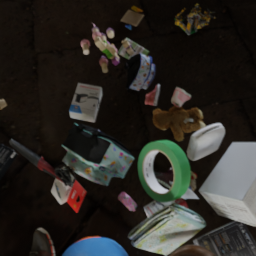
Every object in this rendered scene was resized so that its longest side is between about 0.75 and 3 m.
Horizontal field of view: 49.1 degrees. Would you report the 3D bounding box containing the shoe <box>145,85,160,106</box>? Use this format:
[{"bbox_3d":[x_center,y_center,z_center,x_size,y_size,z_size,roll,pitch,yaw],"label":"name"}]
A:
[{"bbox_3d":[1.042,-1.443,12.055,0.515,0.405,1.133,8,57,11],"label":"shoe"}]

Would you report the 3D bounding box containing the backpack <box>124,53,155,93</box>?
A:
[{"bbox_3d":[0.527,-2.403,12.001,1.149,1.421,1.492,5,61,-16],"label":"backpack"}]

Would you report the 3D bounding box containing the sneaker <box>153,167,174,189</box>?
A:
[{"bbox_3d":[1.298,1.651,10.152,1.389,0.525,0.802,31,84,-11],"label":"sneaker"}]

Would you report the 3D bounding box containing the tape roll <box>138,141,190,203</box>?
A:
[{"bbox_3d":[1.027,1.290,8.396,0.434,1.807,1.807,-6,57,-39],"label":"tape roll"}]

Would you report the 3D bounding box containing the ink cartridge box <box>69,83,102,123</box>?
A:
[{"bbox_3d":[-1.754,-1.066,11.731,1.047,0.604,1.443,11,63,2],"label":"ink cartridge box"}]

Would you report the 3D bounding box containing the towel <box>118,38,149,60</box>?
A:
[{"bbox_3d":[0.248,-3.520,12.955,1.230,0.189,0.918,29,76,-2],"label":"towel"}]

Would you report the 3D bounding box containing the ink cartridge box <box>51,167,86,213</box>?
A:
[{"bbox_3d":[-2.074,2.199,9.622,1.204,1.366,0.305,44,41,21],"label":"ink cartridge box"}]

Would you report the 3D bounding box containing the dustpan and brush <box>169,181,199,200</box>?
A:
[{"bbox_3d":[1.747,2.098,9.453,0.791,0.324,1.134,11,27,-33],"label":"dustpan and brush"}]

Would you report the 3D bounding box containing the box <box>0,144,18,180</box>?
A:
[{"bbox_3d":[-4.969,1.285,10.583,0.899,0.502,1.273,25,65,9],"label":"box"}]

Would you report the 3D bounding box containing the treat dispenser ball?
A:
[{"bbox_3d":[-0.963,4.310,7.959,2.301,2.301,2.301,0,62,0],"label":"treat dispenser ball"}]

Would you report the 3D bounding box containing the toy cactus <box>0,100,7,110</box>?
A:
[{"bbox_3d":[-5.881,-0.812,11.558,1.581,0.980,1.917,-29,57,-25],"label":"toy cactus"}]

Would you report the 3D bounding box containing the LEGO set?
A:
[{"bbox_3d":[3.270,-5.566,13.854,1.830,1.060,1.407,-22,64,-11],"label":"LEGO set"}]

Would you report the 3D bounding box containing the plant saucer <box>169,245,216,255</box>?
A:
[{"bbox_3d":[1.820,4.628,7.827,2.513,0.403,2.513,11,63,-22],"label":"plant saucer"}]

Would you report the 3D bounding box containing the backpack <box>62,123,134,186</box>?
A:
[{"bbox_3d":[-0.977,1.013,9.678,1.960,2.230,1.710,18,85,40],"label":"backpack"}]

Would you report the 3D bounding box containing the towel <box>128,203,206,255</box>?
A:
[{"bbox_3d":[1.224,3.109,8.512,1.770,2.067,0.498,-41,42,15],"label":"towel"}]

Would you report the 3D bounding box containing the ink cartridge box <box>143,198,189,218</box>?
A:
[{"bbox_3d":[1.288,2.793,9.482,1.276,0.534,0.921,-29,24,-9],"label":"ink cartridge box"}]

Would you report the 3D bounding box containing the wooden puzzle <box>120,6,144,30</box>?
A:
[{"bbox_3d":[0.225,-5.631,14.406,1.052,0.182,1.559,29,66,19],"label":"wooden puzzle"}]

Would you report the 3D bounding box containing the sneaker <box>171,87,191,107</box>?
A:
[{"bbox_3d":[2.122,-1.177,11.446,0.510,1.355,0.708,25,96,26],"label":"sneaker"}]

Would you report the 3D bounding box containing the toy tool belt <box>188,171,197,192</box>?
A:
[{"bbox_3d":[2.075,2.017,9.917,0.599,0.975,0.609,-32,62,-28],"label":"toy tool belt"}]

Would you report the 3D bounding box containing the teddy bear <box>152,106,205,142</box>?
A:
[{"bbox_3d":[2.066,-0.247,11.356,2.247,0.750,1.629,-17,72,-17],"label":"teddy bear"}]

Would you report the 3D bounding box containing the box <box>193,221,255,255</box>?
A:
[{"bbox_3d":[3.406,4.333,8.958,1.777,0.542,2.243,-20,64,-10],"label":"box"}]

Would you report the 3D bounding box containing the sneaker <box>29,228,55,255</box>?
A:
[{"bbox_3d":[-2.737,4.151,8.298,0.902,0.849,2.204,6,67,-40],"label":"sneaker"}]

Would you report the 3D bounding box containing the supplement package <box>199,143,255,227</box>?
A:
[{"bbox_3d":[3.939,1.767,9.351,2.399,1.869,1.330,-47,108,-21],"label":"supplement package"}]

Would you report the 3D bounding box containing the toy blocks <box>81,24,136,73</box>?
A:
[{"bbox_3d":[-0.921,-3.712,12.286,1.796,1.679,1.512,-30,46,20],"label":"toy blocks"}]

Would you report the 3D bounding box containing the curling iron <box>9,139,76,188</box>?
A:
[{"bbox_3d":[-2.823,1.065,9.184,2.892,0.717,0.370,27,32,22],"label":"curling iron"}]

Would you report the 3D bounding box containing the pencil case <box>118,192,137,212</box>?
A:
[{"bbox_3d":[-0.017,2.549,9.640,0.345,0.789,0.345,-27,31,18],"label":"pencil case"}]

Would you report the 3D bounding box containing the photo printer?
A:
[{"bbox_3d":[2.875,0.502,10.392,1.291,1.551,0.539,-22,58,-12],"label":"photo printer"}]
